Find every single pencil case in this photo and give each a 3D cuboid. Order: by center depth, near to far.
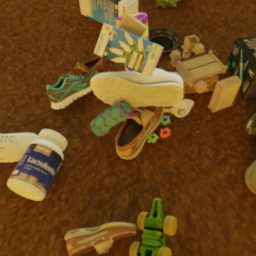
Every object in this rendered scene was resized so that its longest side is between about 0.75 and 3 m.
[{"bbox_3d":[-0.506,-0.273,8.497,0.627,1.357,0.577,41,38,-23],"label":"pencil case"},{"bbox_3d":[0.224,-2.521,9.038,1.026,2.321,1.026,-6,36,5],"label":"pencil case"}]

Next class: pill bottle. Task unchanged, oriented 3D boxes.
[{"bbox_3d":[-2.579,1.047,8.214,1.096,1.096,1.895,14,57,9],"label":"pill bottle"}]

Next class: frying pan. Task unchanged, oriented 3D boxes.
[{"bbox_3d":[1.034,-3.431,11.765,2.557,0.416,1.547,-37,62,-21],"label":"frying pan"}]

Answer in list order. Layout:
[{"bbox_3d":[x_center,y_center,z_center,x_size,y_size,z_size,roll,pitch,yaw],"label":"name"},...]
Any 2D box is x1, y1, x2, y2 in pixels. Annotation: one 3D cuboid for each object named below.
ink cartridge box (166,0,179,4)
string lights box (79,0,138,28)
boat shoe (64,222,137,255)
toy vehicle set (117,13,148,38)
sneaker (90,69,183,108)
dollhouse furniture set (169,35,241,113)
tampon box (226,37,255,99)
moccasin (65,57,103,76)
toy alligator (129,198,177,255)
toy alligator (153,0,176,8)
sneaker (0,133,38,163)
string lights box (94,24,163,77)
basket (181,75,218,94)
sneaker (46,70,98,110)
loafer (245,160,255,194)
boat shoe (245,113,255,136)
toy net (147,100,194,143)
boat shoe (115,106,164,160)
[{"bbox_3d":[2.156,-6.917,13.974,1.308,0.747,2.519,-32,61,-20],"label":"ink cartridge box"},{"bbox_3d":[-0.915,-5.406,12.501,2.789,1.433,0.822,31,61,20],"label":"string lights box"},{"bbox_3d":[-0.679,2.898,7.226,1.881,0.712,0.675,-12,59,3],"label":"boat shoe"},{"bbox_3d":[-0.042,-2.648,8.187,0.726,1.169,0.155,37,36,-5],"label":"toy vehicle set"},{"bbox_3d":[0.269,-1.312,8.527,2.782,1.063,1.120,6,47,0],"label":"sneaker"},{"bbox_3d":[2.528,-1.960,10.245,1.461,1.248,2.819,-20,56,-13],"label":"dollhouse furniture set"},{"bbox_3d":[4.664,-2.240,10.324,1.166,1.384,1.847,-9,56,-6],"label":"tampon box"},{"bbox_3d":[-1.698,-2.253,10.789,1.670,0.644,0.611,-26,59,-17],"label":"moccasin"},{"bbox_3d":[0.566,3.247,6.956,0.974,0.706,2.937,0,58,31],"label":"toy alligator"},{"bbox_3d":[1.754,-6.013,13.570,1.147,0.380,0.276,14,56,11],"label":"toy alligator"},{"bbox_3d":[-3.948,0.549,8.693,2.246,0.904,0.858,-14,54,-12],"label":"sneaker"},{"bbox_3d":[0.005,-2.136,7.739,1.692,0.870,0.499,25,17,9],"label":"string lights box"},{"bbox_3d":[2.582,-1.930,10.409,1.264,0.902,0.941,-6,56,-5],"label":"basket"},{"bbox_3d":[-1.967,-1.549,9.914,2.099,0.957,0.814,-39,39,-19],"label":"sneaker"},{"bbox_3d":[4.674,0.826,8.238,1.134,1.006,2.983,47,71,-11],"label":"loafer"},{"bbox_3d":[4.710,-0.531,9.494,0.806,0.856,2.384,3,36,45],"label":"boat shoe"},{"bbox_3d":[1.345,-0.375,9.379,2.115,0.408,1.110,-30,53,-5],"label":"toy net"},{"bbox_3d":[0.387,-0.228,8.741,0.965,0.915,2.547,20,74,22],"label":"boat shoe"}]
